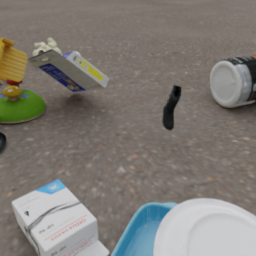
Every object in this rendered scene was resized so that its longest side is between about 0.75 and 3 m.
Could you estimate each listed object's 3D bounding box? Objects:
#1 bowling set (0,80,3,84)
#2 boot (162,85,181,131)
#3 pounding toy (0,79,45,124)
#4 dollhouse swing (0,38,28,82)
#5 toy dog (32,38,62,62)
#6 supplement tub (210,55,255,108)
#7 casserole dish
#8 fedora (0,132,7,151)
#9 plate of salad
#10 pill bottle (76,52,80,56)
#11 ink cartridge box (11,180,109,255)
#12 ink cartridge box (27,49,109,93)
[{"bbox_3d":[-5.943,-2.546,12.582,1.687,1.174,0.905,-16,36,-17],"label":"bowling set"},{"bbox_3d":[1.264,-0.550,7.923,0.348,1.062,0.875,3,58,-13],"label":"boot"},{"bbox_3d":[-4.309,-1.067,9.917,2.046,1.230,2.651,26,37,36],"label":"pounding toy"},{"bbox_3d":[-3.719,-2.073,9.017,1.070,1.217,1.106,14,0,-36],"label":"dollhouse swing"},{"bbox_3d":[-4.440,-3.898,15.040,1.510,1.086,1.557,44,39,1],"label":"toy dog"},{"bbox_3d":[4.873,-1.885,10.784,2.995,1.835,1.835,-11,33,-19],"label":"supplement tub"},{"bbox_3d":[0.567,2.393,4.984,1.565,0.501,2.584,15,32,19],"label":"casserole dish"},{"bbox_3d":[-4.461,0.308,8.198,1.707,0.779,1.707,0,32,0],"label":"fedora"},{"bbox_3d":[1.714,2.420,4.429,2.903,0.697,2.903,13,37,-10],"label":"plate of salad"},{"bbox_3d":[-2.959,-3.493,14.452,0.738,0.738,1.233,10,34,17],"label":"pill bottle"},{"bbox_3d":[-1.366,1.975,5.591,1.118,0.654,1.927,-24,39,-34],"label":"ink cartridge box"},{"bbox_3d":[-2.240,-2.155,10.314,2.298,2.325,0.546,4,63,50],"label":"ink cartridge box"}]
